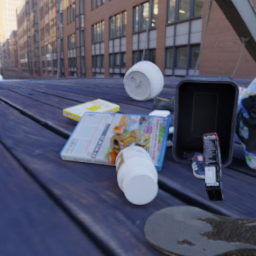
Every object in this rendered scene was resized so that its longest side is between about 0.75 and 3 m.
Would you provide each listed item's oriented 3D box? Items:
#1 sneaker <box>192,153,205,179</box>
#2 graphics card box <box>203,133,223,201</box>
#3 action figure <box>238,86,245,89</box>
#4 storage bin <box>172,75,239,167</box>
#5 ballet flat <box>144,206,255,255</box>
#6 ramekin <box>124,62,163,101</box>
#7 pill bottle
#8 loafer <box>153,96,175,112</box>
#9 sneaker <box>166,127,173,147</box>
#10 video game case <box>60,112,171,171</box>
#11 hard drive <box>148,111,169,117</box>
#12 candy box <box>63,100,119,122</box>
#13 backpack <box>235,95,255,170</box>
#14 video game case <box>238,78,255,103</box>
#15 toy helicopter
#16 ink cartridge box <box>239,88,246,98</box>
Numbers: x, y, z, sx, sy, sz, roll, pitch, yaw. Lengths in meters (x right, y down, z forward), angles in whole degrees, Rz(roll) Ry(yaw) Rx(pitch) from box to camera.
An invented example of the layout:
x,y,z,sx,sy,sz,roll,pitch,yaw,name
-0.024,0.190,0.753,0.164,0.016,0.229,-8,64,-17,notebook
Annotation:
x,y,z,sx,sy,sz,roll,pitch,yaw,name
1.826,0.931,7.087,0.388,0.438,1.036,0,14,-1,sneaker
1.686,0.784,5.563,0.297,1.167,0.732,-7,-33,19,graphics card box
5.633,-1.389,14.882,1.886,1.405,1.264,-38,64,-22,action figure
2.110,-0.234,7.767,1.571,2.324,1.089,5,17,16,storage bin
1.464,1.624,4.164,2.429,0.563,0.818,-3,47,10,ballet flat
0.974,-3.169,19.700,2.701,2.701,1.418,8,28,30,ramekin
0.176,0.991,5.985,0.831,0.831,1.454,-1,14,-5,pill bottle
2.530,-1.352,15.804,2.260,0.817,0.823,1,12,0,loafer
1.436,0.245,9.620,1.616,0.645,1.052,-3,6,13,sneaker
-0.294,0.288,8.221,2.830,0.252,2.025,5,41,15,video game case
1.596,-0.689,14.453,0.804,0.163,1.219,5,15,20,hard drive
-1.646,-0.804,12.959,1.294,0.334,2.532,18,25,29,candy box
4.033,0.064,7.490,2.324,1.866,2.539,2,21,10,backpack
5.357,-0.982,11.425,0.270,2.444,2.225,39,1,-26,video game case
-0.089,0.289,6.773,0.559,0.937,1.416,-10,-14,-31,toy helicopter
5.183,-1.159,13.259,0.781,1.353,1.865,27,4,-30,ink cartridge box
